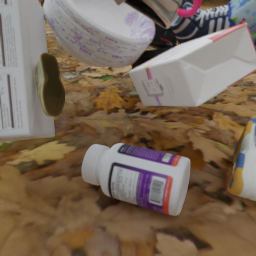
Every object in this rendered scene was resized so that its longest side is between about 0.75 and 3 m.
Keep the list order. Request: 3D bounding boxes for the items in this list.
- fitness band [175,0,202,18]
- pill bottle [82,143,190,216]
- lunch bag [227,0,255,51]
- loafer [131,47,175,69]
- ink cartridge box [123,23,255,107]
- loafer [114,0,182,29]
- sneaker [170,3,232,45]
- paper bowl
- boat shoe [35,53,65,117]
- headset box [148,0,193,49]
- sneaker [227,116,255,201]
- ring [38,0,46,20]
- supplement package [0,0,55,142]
[{"bbox_3d":[0.962,-3.091,6.413,1.499,1.077,0.281,32,72,-3],"label":"fitness band"},{"bbox_3d":[0.146,0.962,5.780,2.072,1.154,1.154,12,31,20],"label":"pill bottle"},{"bbox_3d":[3.342,-2.537,6.400,1.428,1.680,1.070,-31,33,42],"label":"lunch bag"},{"bbox_3d":[0.767,-1.807,8.136,0.925,0.904,2.535,-14,16,-12],"label":"loafer"},{"bbox_3d":[1.040,-1.123,5.607,1.489,0.863,2.556,-30,15,-16],"label":"ink cartridge box"},{"bbox_3d":[0.068,-2.396,5.015,1.953,0.614,0.702,14,9,-22],"label":"loafer"},{"bbox_3d":[2.612,-3.452,8.622,2.726,1.479,0.955,-28,30,30],"label":"sneaker"},{"bbox_3d":[-0.765,-2.578,6.926,2.641,1.374,2.641,21,47,-25],"label":"paper bowl"},{"bbox_3d":[-1.269,-0.645,4.455,0.394,1.066,0.354,7,-22,-39],"label":"boat shoe"},{"bbox_3d":[1.111,-4.390,10.049,2.013,2.709,1.016,21,3,-11],"label":"headset box"},{"bbox_3d":[3.142,0.732,6.564,1.197,1.023,2.717,18,42,17],"label":"sneaker"},{"bbox_3d":[-2.513,-3.845,8.860,0.885,0.885,0.085,-15,44,-25],"label":"ring"},{"bbox_3d":[-2.364,-1.145,4.983,1.545,2.787,2.170,-5,-2,-6],"label":"supplement package"}]
